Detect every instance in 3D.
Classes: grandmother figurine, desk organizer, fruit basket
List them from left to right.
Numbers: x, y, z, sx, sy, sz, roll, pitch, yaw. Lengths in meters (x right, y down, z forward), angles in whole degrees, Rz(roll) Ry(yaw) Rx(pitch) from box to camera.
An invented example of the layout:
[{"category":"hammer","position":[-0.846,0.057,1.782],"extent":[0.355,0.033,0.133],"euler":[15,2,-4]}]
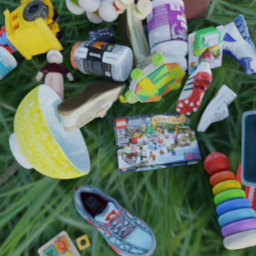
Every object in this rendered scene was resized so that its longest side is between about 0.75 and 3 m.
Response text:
[{"category":"grandmother figurine","position":[-2.679,-1.931,10.267],"extent":[1.311,0.655,2.162],"euler":[5,63,-26]},{"category":"desk organizer","position":[1.741,-5.062,11.473],"extent":[2.990,1.151,1.072],"euler":[-12,63,-6]},{"category":"fruit basket","position":[2.815,-2.749,10.060],"extent":[1.406,1.518,0.712],"euler":[-18,31,-13]}]

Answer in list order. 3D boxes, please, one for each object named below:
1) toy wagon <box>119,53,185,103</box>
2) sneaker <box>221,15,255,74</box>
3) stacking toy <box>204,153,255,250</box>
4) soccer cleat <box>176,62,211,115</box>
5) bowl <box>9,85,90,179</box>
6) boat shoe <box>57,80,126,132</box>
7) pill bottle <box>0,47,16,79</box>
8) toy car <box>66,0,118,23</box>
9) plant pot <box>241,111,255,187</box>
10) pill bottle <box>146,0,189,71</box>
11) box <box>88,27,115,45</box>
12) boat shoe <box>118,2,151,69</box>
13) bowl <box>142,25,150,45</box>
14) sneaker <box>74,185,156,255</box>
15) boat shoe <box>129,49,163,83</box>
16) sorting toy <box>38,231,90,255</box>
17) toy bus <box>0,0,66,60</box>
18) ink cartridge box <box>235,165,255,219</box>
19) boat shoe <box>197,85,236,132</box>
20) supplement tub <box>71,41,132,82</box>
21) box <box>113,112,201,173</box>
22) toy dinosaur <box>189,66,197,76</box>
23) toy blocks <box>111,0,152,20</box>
[{"category":"toy wagon","position":[0.758,-1.426,9.351],"extent":[2.311,1.793,0.457],"euler":[-34,57,14]},{"category":"sneaker","position":[3.979,-2.968,10.583],"extent":[1.335,0.934,2.311],"euler":[-19,70,24]},{"category":"stacking toy","position":[2.956,1.998,8.203],"extent":[1.169,1.169,2.739],"euler":[-9,57,-4]},{"category":"soccer cleat","position":[2.004,-1.149,8.565],"extent":[0.659,1.921,0.818],"euler":[17,53,-1]},{"category":"bowl","position":[-2.434,0.363,8.129],"extent":[1.530,2.844,2.844],"euler":[-26,66,3]},{"category":"boat shoe","position":[-1.143,-0.819,9.516],"extent":[1.025,0.923,2.842],"euler":[20,41,33]},{"category":"pill bottle","position":[-4.980,-2.132,10.207],"extent":[0.910,0.910,1.643],"euler":[35,69,15]},{"category":"toy car","position":[-1.279,-5.021,10.780],"extent":[2.041,1.786,1.530],"euler":[13,98,-35]},{"category":"plant pot","position":[4.661,0.624,7.588],"extent":[2.152,2.107,2.112],"euler":[4,86,-22]},{"category":"pill bottle","position":[1.474,-3.301,10.265],"extent":[1.417,1.417,2.523],"euler":[-6,85,-3]},{"category":"box","position":[-1.031,-3.505,11.050],"extent":[0.965,0.590,0.512],"euler":[-14,66,-6]},{"category":"boat shoe","position":[0.279,-3.668,10.737],"extent":[0.896,1.039,2.849],"euler":[-7,78,-21]},{"category":"bowl","position":[0.671,-3.610,11.163],"extent":[0.838,0.438,0.838],"euler":[0,71,0]},{"category":"sneaker","position":[-0.471,2.586,7.671],"extent":[2.798,1.336,1.109],"euler":[32,72,13]},{"category":"boat shoe","position":[0.589,-2.009,9.537],"extent":[0.612,1.883,0.679],"euler":[10,65,-20]},{"category":"sorting toy","position":[-1.914,3.554,7.831],"extent":[1.745,0.238,0.982],"euler":[-35,69,-16]},{"category":"toy bus","position":[-3.946,-3.981,10.834],"extent":[2.505,1.770,2.609],"euler":[-21,63,8]},{"category":"ink cartridge box","position":[4.301,2.164,8.366],"extent":[2.181,0.546,1.755],"euler":[21,65,8]},{"category":"boat shoe","position":[3.075,-0.596,9.564],"extent":[0.724,0.740,2.090],"euler":[33,67,15]},{"category":"supplement tub","position":[-0.957,-2.438,10.077],"extent":[2.014,1.234,1.234],"euler":[15,65,17]},{"category":"box","position":[0.878,0.424,9.176],"extent":[2.579,0.486,1.762],"euler":[-7,65,-4]},{"category":"toy dinosaur","position":[2.443,-1.915,9.900],"extent":[0.414,0.223,0.940],"euler":[-43,36,11]},{"category":"toy blocks","position":[0.031,-3.772,8.846],"extent":[1.111,1.333,0.484],"euler":[22,88,-18]}]
